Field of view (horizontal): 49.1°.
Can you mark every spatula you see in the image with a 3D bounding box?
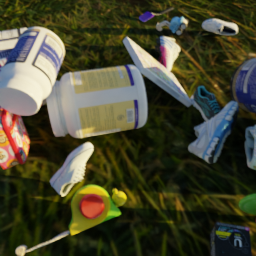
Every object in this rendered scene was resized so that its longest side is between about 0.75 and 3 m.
[{"bbox_3d":[1.352,-5.316,13.003,1.870,0.192,0.528,-25,51,-22],"label":"spatula"}]

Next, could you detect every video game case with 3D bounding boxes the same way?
[{"bbox_3d":[0.898,-1.643,8.362,0.207,2.301,1.648,-43,44,22],"label":"video game case"}]

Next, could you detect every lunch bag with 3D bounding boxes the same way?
[{"bbox_3d":[-2.948,0.025,6.704,0.685,1.474,1.673,-18,28,-9],"label":"lunch bag"}]

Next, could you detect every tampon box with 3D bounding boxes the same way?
[{"bbox_3d":[1.940,2.364,5.332,0.651,0.549,0.869,8,46,7],"label":"tampon box"}]

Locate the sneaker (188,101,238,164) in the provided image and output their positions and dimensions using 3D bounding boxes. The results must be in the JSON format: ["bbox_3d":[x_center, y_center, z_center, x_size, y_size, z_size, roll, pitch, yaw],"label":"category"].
[{"bbox_3d":[2.244,-0.028,7.412,0.859,0.743,1.983,20,59,36],"label":"sneaker"}]

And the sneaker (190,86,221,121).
[{"bbox_3d":[2.365,-0.657,8.145,0.567,0.667,1.463,-25,55,-20],"label":"sneaker"}]

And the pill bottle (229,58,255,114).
[{"bbox_3d":[3.968,-1.001,6.936,1.597,1.597,2.856,-11,13,-10],"label":"pill bottle"}]

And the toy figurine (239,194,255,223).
[{"bbox_3d":[3.273,2.289,4.816,2.362,1.773,2.174,-5,50,18],"label":"toy figurine"}]

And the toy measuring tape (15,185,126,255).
[{"bbox_3d":[-1.182,1.749,5.735,2.358,0.867,0.867,-20,49,-12],"label":"toy measuring tape"}]

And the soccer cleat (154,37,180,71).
[{"bbox_3d":[1.497,-2.716,10.134,0.877,0.709,2.031,0,46,-3],"label":"soccer cleat"}]

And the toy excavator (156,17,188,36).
[{"bbox_3d":[1.831,-4.327,11.756,1.048,1.019,0.523,32,49,-8],"label":"toy excavator"}]

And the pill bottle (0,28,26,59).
[{"bbox_3d":[-3.815,-2.459,9.331,2.678,1.487,1.487,-14,48,-13],"label":"pill bottle"}]

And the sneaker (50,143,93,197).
[{"bbox_3d":[-1.183,0.959,6.317,0.515,1.454,0.531,48,24,19],"label":"sneaker"}]

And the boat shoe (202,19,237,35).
[{"bbox_3d":[3.821,-4.163,11.654,1.457,0.536,0.476,7,43,8],"label":"boat shoe"}]

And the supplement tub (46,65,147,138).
[{"bbox_3d":[-0.837,-0.675,7.442,2.390,1.737,1.737,-9,47,-8],"label":"supplement tub"}]

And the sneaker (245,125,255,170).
[{"bbox_3d":[3.970,0.082,7.178,1.686,1.075,2.917,22,51,16],"label":"sneaker"}]

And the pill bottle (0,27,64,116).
[{"bbox_3d":[-2.180,-1.271,6.285,1.101,1.101,1.902,5,53,5],"label":"pill bottle"}]

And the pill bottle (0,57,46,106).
[{"bbox_3d":[-3.893,-1.016,7.880,2.792,1.583,1.583,-21,49,-18],"label":"pill bottle"}]
